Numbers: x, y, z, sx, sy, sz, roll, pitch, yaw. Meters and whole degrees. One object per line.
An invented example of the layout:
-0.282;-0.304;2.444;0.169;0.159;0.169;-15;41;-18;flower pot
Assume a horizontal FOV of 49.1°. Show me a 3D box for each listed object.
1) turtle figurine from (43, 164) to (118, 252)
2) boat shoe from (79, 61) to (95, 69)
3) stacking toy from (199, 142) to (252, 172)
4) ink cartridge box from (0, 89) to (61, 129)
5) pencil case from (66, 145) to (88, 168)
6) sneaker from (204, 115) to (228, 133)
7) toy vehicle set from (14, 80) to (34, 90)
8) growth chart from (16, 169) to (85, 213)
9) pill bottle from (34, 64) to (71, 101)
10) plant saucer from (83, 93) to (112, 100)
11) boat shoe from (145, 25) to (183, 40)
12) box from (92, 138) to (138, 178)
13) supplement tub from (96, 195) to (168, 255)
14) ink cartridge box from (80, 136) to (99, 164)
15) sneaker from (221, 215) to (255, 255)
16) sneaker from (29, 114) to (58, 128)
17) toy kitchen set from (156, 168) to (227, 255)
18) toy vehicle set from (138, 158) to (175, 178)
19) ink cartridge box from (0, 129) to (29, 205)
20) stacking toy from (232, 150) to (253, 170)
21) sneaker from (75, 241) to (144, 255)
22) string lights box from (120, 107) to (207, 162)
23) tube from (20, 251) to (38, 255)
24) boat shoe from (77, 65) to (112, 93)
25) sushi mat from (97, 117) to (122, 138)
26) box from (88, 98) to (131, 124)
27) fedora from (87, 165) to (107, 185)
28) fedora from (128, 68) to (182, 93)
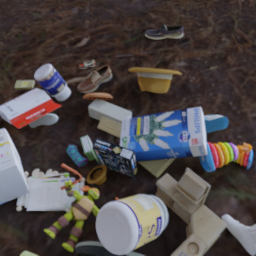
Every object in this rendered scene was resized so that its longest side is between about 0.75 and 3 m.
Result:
-1.631;2.595;8.866;2.655;0.855;2.141;45;63;-12;turtle figurine
-2.194;-3.360;14.832;0.879;0.275;0.313;-14;51;-11;boat shoe
3.613;0.902;10.273;1.879;1.031;1.091;-13;80;-3;stacking toy
-4.212;-0.899;11.785;1.997;0.701;2.457;-34;26;-27;ink cartridge box
-1.978;1.080;10.757;0.452;0.416;0.977;-40;58;-11;pencil case
3.122;-0.147;11.621;1.886;0.722;0.762;-4;8;-11;sneaker
-5.110;-2.131;13.832;0.871;0.116;0.541;-2;48;-1;toy vehicle set
-2.698;2.238;9.857;2.433;0.216;1.761;3;48;3;growth chart
-3.359;-1.992;12.614;0.929;1.606;0.929;-18;45;20;pill bottle
-1.356;-1.401;12.523;1.303;1.303;0.210;-1;89;-1;plant saucer
2.165;-5.750;16.652;2.285;0.740;0.822;0;48;0;boat shoe
-0.413;1.107;9.826;1.397;1.758;0.404;18;65;16;box
0.179;2.713;8.159;1.402;1.402;1.928;42;23;31;supplement tub
-1.495;0.886;10.786;0.328;0.574;1.105;-23;51;-3;ink cartridge box
3.621;3.095;8.630;0.508;0.797;1.379;0;42;-52;sneaker
-3.575;-0.402;11.895;1.348;0.515;0.543;-7;24;13;sneaker
1.368;2.649;8.313;2.161;1.954;2.395;-34;56;-26;toy kitchen set
1.286;0.836;10.690;1.904;0.252;1.183;-45;58;-13;toy vehicle set
-4.541;1.361;9.606;1.514;1.488;2.057;-22;44;-18;ink cartridge box
4.117;1.104;10.653;1.097;0.637;0.602;12;41;22;stacking toy
-0.555;4.009;7.842;2.265;0.847;1.203;9;51;10;sneaker
1.246;0.303;10.139;2.978;0.878;1.530;-9;58;20;string lights box
-1.920;4.229;7.819;2.562;0.743;0.665;15;32;12;tube
-1.665;-2.431;13.674;0.789;0.748;2.084;33;56;26;boat shoe
-0.699;-0.028;11.719;1.191;0.570;0.072;23;10;20;sushi mat
-0.790;-0.594;12.121;1.798;0.615;0.739;25;52;20;box
-1.054;1.757;10.061;0.932;0.380;0.932;-27;25;14;fedora
1.198;-2.176;12.881;2.628;1.072;2.628;4;11;-1;fedora
